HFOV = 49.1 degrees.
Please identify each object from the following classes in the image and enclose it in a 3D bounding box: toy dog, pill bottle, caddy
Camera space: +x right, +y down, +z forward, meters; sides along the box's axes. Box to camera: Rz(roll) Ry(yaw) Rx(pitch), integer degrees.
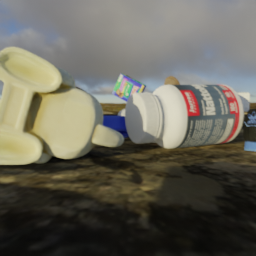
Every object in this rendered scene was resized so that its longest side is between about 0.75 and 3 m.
[{"bbox_3d":[-1.548,-0.357,6.372,2.868,2.064,2.958,6,1,-7],"label":"toy dog"},{"bbox_3d":[1.431,-0.310,7.406,2.783,1.664,1.664,-4,6,-23],"label":"pill bottle"},{"bbox_3d":[-0.549,0.078,9.254,1.361,0.714,0.962,-1,-19,-2],"label":"caddy"}]

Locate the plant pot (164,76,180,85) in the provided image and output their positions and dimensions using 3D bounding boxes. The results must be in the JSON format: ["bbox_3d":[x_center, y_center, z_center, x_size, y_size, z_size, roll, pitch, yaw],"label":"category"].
[{"bbox_3d":[1.890,-1.834,12.546,0.409,0.886,0.886,-31,20,-30],"label":"plant pot"}]

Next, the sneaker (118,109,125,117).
[{"bbox_3d":[0.962,-0.642,15.976,2.973,1.117,1.709,3,1,-13],"label":"sneaker"}]

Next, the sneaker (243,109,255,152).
[{"bbox_3d":[3.949,-0.020,7.593,0.981,1.089,2.796,3,5,42],"label":"sneaker"}]

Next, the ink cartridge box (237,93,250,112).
[{"bbox_3d":[3.723,-0.867,9.420,0.358,0.634,0.865,-1,6,0],"label":"ink cartridge box"}]

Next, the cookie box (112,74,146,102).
[{"bbox_3d":[0.044,-1.840,13.512,1.310,1.120,0.492,29,20,10],"label":"cookie box"}]
